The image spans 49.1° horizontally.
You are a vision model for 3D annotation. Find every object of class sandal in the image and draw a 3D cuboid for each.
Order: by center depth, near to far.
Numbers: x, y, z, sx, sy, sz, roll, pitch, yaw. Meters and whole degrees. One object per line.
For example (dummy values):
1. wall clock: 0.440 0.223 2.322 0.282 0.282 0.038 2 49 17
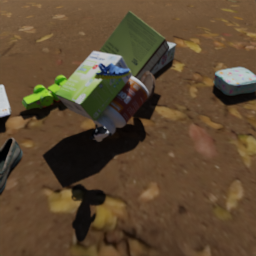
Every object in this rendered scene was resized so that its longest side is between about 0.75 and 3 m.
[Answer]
1. sandal: -0.506 -1.749 8.570 1.145 0.498 0.455 0 14 11

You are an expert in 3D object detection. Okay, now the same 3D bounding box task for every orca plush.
1. orca plush: -0.799 0.097 8.033 0.633 1.204 0.428 -13 80 2

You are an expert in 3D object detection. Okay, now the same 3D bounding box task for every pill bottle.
1. pill bottle: -0.302 -0.783 10.270 1.183 1.183 2.108 30 74 32

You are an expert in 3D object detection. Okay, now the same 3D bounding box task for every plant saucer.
1. plant saucer: 0.757 -1.600 10.875 0.203 1.177 1.177 3 36 -23

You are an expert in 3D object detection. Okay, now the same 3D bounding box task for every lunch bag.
1. lunch bag: 4.906 -2.085 12.776 1.792 0.691 1.437 -12 43 -14

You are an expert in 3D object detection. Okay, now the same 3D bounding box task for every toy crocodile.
1. toy crocodile: -3.162 -1.468 12.023 2.773 0.856 0.936 -32 49 -27

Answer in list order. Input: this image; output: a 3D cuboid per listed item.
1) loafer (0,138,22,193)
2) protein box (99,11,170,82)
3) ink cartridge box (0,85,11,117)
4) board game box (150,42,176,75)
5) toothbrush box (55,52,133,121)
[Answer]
1. loafer: -4.082 1.249 8.663 0.835 0.731 2.323 5 40 7
2. protein box: 0.323 -3.517 12.498 2.082 2.097 1.415 42 11 13
3. ink cartridge box: -6.060 -0.701 11.228 2.441 0.497 2.446 -16 42 -19
4. board game box: 0.893 -3.764 14.642 2.101 0.915 2.848 25 47 25
5. toothbrush box: -1.197 -1.521 9.842 1.611 0.952 2.212 24 68 43
